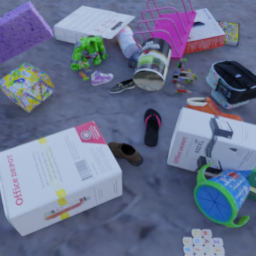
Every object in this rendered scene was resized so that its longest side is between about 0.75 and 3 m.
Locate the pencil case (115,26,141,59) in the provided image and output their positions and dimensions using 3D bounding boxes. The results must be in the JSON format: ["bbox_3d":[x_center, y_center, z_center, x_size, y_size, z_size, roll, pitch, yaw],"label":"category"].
[{"bbox_3d":[-0.016,-3.748,12.136,0.807,0.740,1.780,-22,49,0],"label":"pencil case"}]

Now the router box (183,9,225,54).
[{"bbox_3d":[2.815,-4.341,12.571,2.208,0.601,2.460,-12,48,0],"label":"router box"}]

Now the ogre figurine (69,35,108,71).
[{"bbox_3d":[-1.509,-3.005,11.036,1.867,1.119,0.916,-16,41,-27],"label":"ogre figurine"}]

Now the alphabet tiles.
[{"bbox_3d":[1.787,2.872,6.588,0.952,0.071,0.973,1,48,2],"label":"alphabet tiles"}]

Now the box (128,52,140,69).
[{"bbox_3d":[0.466,-2.676,11.394,0.775,0.415,0.575,25,52,20],"label":"box"}]

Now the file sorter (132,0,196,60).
[{"bbox_3d":[1.438,-4.177,11.208,1.700,1.534,2.446,7,66,32],"label":"file sorter"}]

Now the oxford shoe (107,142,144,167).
[{"bbox_3d":[-0.155,0.614,8.175,1.374,0.580,0.499,17,55,41],"label":"oxford shoe"}]

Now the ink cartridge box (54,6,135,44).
[{"bbox_3d":[-1.506,-4.631,12.918,2.989,0.749,2.406,20,50,19],"label":"ink cartridge box"}]

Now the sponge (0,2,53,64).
[{"bbox_3d":[-4.501,-3.431,10.636,2.898,1.617,0.432,-25,67,6],"label":"sponge"}]

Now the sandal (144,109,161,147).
[{"bbox_3d":[0.796,-0.094,9.087,0.590,0.354,1.571,3,48,3],"label":"sandal"}]

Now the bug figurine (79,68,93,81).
[{"bbox_3d":[-1.572,-2.056,10.973,0.601,0.199,0.775,-23,48,-25],"label":"bug figurine"}]

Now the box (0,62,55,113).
[{"bbox_3d":[-3.475,-1.419,9.599,1.294,0.789,1.246,31,64,29],"label":"box"}]

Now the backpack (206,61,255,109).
[{"bbox_3d":[3.613,-1.565,9.776,1.507,1.278,1.698,-17,56,-24],"label":"backpack"}]

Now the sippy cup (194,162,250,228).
[{"bbox_3d":[2.437,1.635,7.047,1.090,1.487,1.168,-26,27,-33],"label":"sippy cup"}]

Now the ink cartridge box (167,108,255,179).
[{"bbox_3d":[2.286,0.518,7.601,2.168,1.573,0.908,15,51,8],"label":"ink cartridge box"}]

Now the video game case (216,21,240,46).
[{"bbox_3d":[4.366,-4.502,13.166,1.621,0.229,1.794,11,49,12],"label":"video game case"}]

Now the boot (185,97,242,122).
[{"bbox_3d":[2.708,-0.436,8.832,1.965,1.054,0.737,3,24,-1],"label":"boot"}]

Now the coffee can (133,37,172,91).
[{"bbox_3d":[0.911,-2.346,10.354,1.161,1.161,1.586,10,63,9],"label":"coffee can"}]

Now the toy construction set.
[{"bbox_3d":[2.209,-1.770,10.391,0.900,0.977,1.171,7,68,-10],"label":"toy construction set"}]

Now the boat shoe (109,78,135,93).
[{"bbox_3d":[-0.237,-1.584,10.452,1.054,0.317,0.376,-20,45,-18],"label":"boat shoe"}]

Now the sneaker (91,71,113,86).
[{"bbox_3d":[-0.978,-1.975,10.689,0.920,0.525,0.334,-26,51,-23],"label":"sneaker"}]

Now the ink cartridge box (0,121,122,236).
[{"bbox_3d":[-1.787,1.226,7.345,2.744,1.145,1.992,-19,51,-17],"label":"ink cartridge box"}]

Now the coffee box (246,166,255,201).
[{"bbox_3d":[3.904,1.358,7.752,1.048,0.375,1.705,25,52,21],"label":"coffee box"}]
